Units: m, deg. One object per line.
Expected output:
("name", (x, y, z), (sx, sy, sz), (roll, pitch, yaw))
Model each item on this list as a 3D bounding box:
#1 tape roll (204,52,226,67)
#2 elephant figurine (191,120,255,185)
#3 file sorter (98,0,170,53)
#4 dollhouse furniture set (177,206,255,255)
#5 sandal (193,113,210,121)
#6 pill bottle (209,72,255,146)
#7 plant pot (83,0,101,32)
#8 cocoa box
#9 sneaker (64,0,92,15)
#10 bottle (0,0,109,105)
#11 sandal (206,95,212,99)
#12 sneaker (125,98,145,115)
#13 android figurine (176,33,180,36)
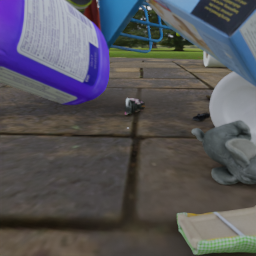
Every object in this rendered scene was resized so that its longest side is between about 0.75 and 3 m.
("tape roll", (6.907, -5.987, 21.395), (1.786, 2.602, 2.602), (1, 18, 4))
("elephant figurine", (1.761, 0.507, 4.426), (1.019, 0.929, 1.313), (-25, 30, 15))
("file sorter", (0.481, -3.480, 7.432), (1.689, 1.910, 2.753), (2, -17, -27))
("dollhouse furniture set", (1.218, 1.389, 2.370), (1.146, 0.885, 2.292), (-8, -1, -1))
("sandal", (2.086, -0.351, 7.998), (0.291, 0.164, 0.767), (13, 22, 35))
("pill bottle", (3.229, -0.730, 6.728), (1.659, 1.659, 2.955), (12, 22, 33))
("plant pot", (-2.046, -3.189, 8.052), (2.670, 2.353, 2.667), (4, 41, -7))
("cocoa box", (1.380, -1.942, 3.958), (1.543, 1.518, 2.313), (25, 21, -49))
("sneaker", (-1.762, -3.040, 5.669), (0.871, 2.358, 0.954), (-41, -4, -35))
("bottle", (-0.821, -0.687, 1.797), (0.590, 0.755, 1.808), (-14, -16, 27))
("sandal", (3.458, -1.297, 10.570), (1.361, 0.371, 0.556), (-12, 22, -33))
("sneaker", (0.234, -0.693, 8.578), (0.514, 0.478, 1.190), (5, 20, 12))
("android figurine", (2.220, -3.886, 9.151), (1.987, 2.183, 0.448), (-39, 80, -25))
